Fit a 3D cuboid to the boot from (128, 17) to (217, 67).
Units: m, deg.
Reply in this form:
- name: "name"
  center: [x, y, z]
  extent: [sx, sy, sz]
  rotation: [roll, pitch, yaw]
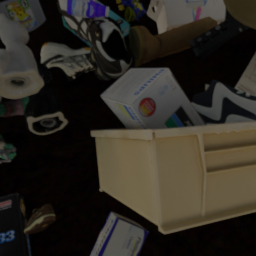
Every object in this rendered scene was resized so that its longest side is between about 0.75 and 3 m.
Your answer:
- name: "boot"
  center: [1.127, -2.274, 6.875]
  extent: [2.195, 1.922, 0.726]
  rotation: [-19, 93, -2]

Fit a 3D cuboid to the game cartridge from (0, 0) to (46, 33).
- name: "game cartridge"
  center: [-3.177, -3.292, 8.235]
  extent: [0.301, 0.992, 1.488]
  rotation: [22, 49, 40]

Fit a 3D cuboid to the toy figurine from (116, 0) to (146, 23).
- name: "toy figurine"
  center: [0.264, -3.413, 7.851]
  extent: [0.810, 0.713, 1.352]
  rotation: [13, 45, -35]

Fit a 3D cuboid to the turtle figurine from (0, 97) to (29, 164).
- name: "turtle figurine"
  center: [-2.822, -0.523, 5.676]
  extent: [1.399, 2.080, 2.779]
  rotation: [6, 19, -4]

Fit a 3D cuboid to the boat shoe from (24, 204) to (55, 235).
- name: "boat shoe"
  center: [-1.575, 1.608, 4.973]
  extent: [0.343, 0.930, 0.344]
  rotation: [10, 53, -45]

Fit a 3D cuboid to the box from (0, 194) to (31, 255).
- name: "box"
  center: [-3.736, 3.193, 6.933]
  extent: [2.515, 0.625, 2.496]
  rotation: [-14, 65, -7]

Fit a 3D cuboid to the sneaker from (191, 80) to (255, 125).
- name: "sneaker"
  center: [2.381, -0.420, 5.691]
  extent: [2.869, 1.145, 1.867]
  rotation: [-22, 51, 2]

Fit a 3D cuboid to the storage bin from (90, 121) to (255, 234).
- name: "storage bin"
  center: [1.106, 0.593, 5.285]
  extent: [2.884, 2.904, 1.361]
  rotation: [-5, 90, -22]

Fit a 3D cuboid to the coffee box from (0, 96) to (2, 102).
- name: "coffee box"
  center: [-4.070, -1.370, 7.055]
  extent: [1.445, 1.459, 1.461]
  rotation: [7, 83, 43]

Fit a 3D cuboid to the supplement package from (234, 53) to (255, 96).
- name: "supplement package"
  center: [4.515, -1.754, 8.701]
  extent: [1.391, 1.846, 1.401]
  rotation: [38, 69, 17]

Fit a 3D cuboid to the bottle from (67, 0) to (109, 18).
- name: "bottle"
  center: [-0.932, -2.778, 6.538]
  extent: [0.962, 0.402, 0.314]
  rotation: [8, 35, -4]

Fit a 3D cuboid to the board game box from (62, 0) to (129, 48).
- name: "board game box"
  center: [-1.210, -3.879, 10.539]
  extent: [2.055, 0.482, 1.552]
  rotation: [41, 70, 18]

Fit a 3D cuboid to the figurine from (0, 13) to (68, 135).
- name: "figurine"
  center: [-1.818, -1.004, 5.098]
  extent: [0.746, 1.732, 1.690]
  rotation: [-20, 55, -1]

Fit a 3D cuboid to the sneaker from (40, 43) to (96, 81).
- name: "sneaker"
  center: [-1.667, -2.104, 9.540]
  extent: [2.609, 0.987, 1.144]
  rotation: [6, 85, 2]

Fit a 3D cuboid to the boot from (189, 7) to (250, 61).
- name: "boot"
  center: [2.002, -2.263, 6.469]
  extent: [1.273, 0.418, 1.049]
  rotation: [-33, 42, 29]

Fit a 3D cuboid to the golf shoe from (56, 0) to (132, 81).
- name: "golf shoe"
  center: [-0.753, -2.648, 7.196]
  extent: [1.099, 1.336, 2.828]
  rotation: [-39, 105, -28]

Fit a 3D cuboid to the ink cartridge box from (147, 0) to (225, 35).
- name: "ink cartridge box"
  center: [2.017, -4.091, 9.766]
  extent: [2.543, 1.635, 1.592]
  rotation: [-9, 88, -3]

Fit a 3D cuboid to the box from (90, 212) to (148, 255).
- name: "box"
  center: [-0.247, 2.361, 5.545]
  extent: [0.659, 1.255, 1.155]
  rotation: [27, 75, -4]

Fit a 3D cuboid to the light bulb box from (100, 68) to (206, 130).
- name: "light bulb box"
  center: [0.431, -0.276, 5.013]
  extent: [0.881, 1.411, 1.399]
  rotation: [-45, 115, -10]

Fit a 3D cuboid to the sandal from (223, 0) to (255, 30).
- name: "sandal"
  center: [2.774, -2.304, 5.582]
  extent: [0.677, 0.755, 2.058]
  rotation: [-23, 63, -45]
